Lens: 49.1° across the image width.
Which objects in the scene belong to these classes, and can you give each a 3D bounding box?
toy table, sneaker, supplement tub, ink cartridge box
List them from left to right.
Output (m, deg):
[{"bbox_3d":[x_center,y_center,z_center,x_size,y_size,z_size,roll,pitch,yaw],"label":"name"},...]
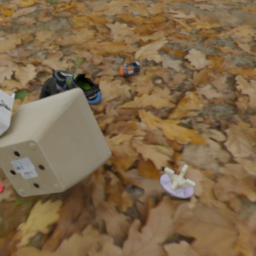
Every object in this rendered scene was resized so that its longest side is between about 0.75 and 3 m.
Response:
[{"bbox_3d":[-3.818,-0.396,7.877,1.026,0.605,1.782,-38,37,14],"label":"ink cartridge box"},{"bbox_3d":[-2.266,-2.059,12.517,2.730,1.131,0.968,28,51,24],"label":"sneaker"},{"bbox_3d":[0.088,-2.863,13.670,0.920,0.564,0.564,-14,48,-13],"label":"supplement tub"},{"bbox_3d":[1.631,1.769,9.228,1.154,0.676,1.061,17,49,14],"label":"toy table"}]

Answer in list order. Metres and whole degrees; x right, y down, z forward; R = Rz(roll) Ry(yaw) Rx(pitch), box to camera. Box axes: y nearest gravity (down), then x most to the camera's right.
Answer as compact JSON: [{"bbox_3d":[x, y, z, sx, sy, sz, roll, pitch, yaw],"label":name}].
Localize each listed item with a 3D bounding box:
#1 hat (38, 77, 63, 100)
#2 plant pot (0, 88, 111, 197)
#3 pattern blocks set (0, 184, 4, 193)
[{"bbox_3d":[-3.016,-0.953,11.113,0.811,2.010,2.010,20,35,-37],"label":"hat"},{"bbox_3d":[-2.318,0.621,8.158,2.450,2.453,2.171,-12,25,25],"label":"plant pot"},{"bbox_3d":[-4.697,2.351,9.067,1.105,0.102,1.257,2,47,2],"label":"pattern blocks set"}]
